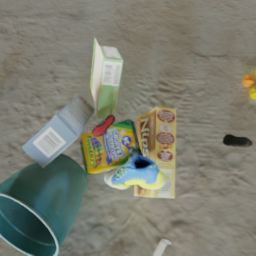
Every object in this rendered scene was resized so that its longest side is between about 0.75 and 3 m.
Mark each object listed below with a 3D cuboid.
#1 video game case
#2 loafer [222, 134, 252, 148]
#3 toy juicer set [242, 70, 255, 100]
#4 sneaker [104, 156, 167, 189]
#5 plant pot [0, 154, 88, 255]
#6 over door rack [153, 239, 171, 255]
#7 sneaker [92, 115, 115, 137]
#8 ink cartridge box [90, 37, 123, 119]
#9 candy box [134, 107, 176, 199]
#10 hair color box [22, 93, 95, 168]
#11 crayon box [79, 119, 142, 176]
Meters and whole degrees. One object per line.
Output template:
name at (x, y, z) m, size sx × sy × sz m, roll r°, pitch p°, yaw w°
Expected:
video game case at (-1.004, 0.677, 9.546) m, size 1.017 × 0.124 × 1.423 m, roll 8°, pitch 83°, yaw 14°
loafer at (3.383, 0.459, 8.688) m, size 0.379 × 1.062 × 0.388 m, roll 22°, pitch 87°, yaw -25°
toy juicer set at (5.825, -1.574, 11.347) m, size 1.650 × 0.706 × 2.594 m, roll -26°, pitch 58°, yaw -18°
sneaker at (0.058, 1.039, 7.045) m, size 1.783 × 0.936 × 0.675 m, roll -5°, pitch 39°, yaw 28°
plant pot at (-2.340, 1.950, 7.835) m, size 2.346 × 2.346 × 2.204 m, roll 19°, pitch 38°, yaw 14°
over door rack at (1.663, 3.568, 5.994) m, size 1.905 × 2.578 × 0.859 m, roll 25°, pitch 73°, yaw 45°
sneaker at (-0.663, -0.056, 7.796) m, size 0.804 × 0.384 × 0.319 m, roll -41°, pitch 99°, yaw 4°
ink cartridge box at (-0.866, -1.858, 9.994) m, size 0.694 × 2.107 × 2.896 m, roll 3°, pitch 29°, yaw -12°
candy box at (0.783, 0.780, 8.393) m, size 0.704 × 1.469 × 2.546 m, roll 9°, pitch 76°, yaw -20°
hair color box at (-1.906, -0.056, 8.266) m, size 1.341 × 0.821 × 2.709 m, roll -40°, pitch 12°, yaw 14°
crayon box at (-0.618, 0.605, 8.180) m, size 1.884 × 0.486 × 1.184 m, roll -18°, pitch 75°, yaw 16°
